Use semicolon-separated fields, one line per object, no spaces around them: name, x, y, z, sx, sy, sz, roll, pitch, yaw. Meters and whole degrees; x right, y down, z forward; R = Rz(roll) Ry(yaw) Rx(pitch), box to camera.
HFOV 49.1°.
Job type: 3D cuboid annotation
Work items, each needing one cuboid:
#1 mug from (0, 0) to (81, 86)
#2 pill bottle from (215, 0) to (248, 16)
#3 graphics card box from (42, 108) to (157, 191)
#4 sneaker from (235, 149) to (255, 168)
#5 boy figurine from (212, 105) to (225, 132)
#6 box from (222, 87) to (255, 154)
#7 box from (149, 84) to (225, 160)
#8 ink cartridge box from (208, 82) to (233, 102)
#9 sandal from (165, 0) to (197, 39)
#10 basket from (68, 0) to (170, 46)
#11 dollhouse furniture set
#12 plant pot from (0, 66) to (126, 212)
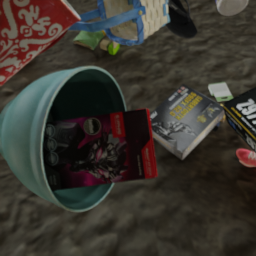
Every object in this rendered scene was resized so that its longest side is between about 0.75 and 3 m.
mug;-2.772;-2.278;7.033;2.995;2.658;1.998;-40;56;9
pill bottle;2.526;-3.552;7.087;0.735;0.735;1.228;-4;66;-3
graphics card box;-0.567;0.424;5.424;2.130;0.542;1.336;-7;86;4
sneaker;3.927;0.943;8.307;1.431;0.621;0.528;28;60;19
boy figurine;2.942;-0.392;9.421;0.629;0.326;1.011;19;57;13
box;3.240;-0.083;5.076;2.008;0.620;2.514;-28;36;6
box;1.752;-0.260;9.004;2.168;0.524;1.717;-41;59;-18
ink cartridge box;3.327;-1.244;10.070;0.631;0.208;0.867;-8;56;-5
sandal;1.436;-4.283;9.389;1.093;0.616;2.875;-29;89;-32
basket;-0.403;-3.480;8.471;2.836;1.973;2.501;-33;36;-22
dollhouse furniture set;-1.215;-3.954;11.475;1.946;0.976;1.275;21;58;14
plant pot;-1.398;0.141;5.562;1.773;2.647;2.647;5;53;27
